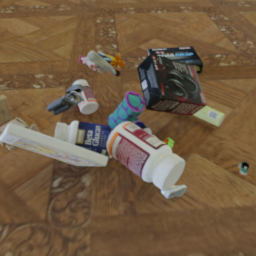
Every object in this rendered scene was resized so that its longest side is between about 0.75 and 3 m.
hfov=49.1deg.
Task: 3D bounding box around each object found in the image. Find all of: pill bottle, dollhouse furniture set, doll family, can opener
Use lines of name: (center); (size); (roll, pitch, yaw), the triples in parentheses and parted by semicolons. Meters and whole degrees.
pill bottle: (0.446, 0.722, 7.331); (1.911, 1.091, 1.091); (34, 52, 31)
dollhouse furniture set: (-4.143, -0.117, 9.743); (2.164, 0.958, 1.122); (30, 50, 29)
doll family: (-0.754, -2.303, 9.624); (1.132, 0.822, 1.824); (29, 15, 19)
can opener: (-1.715, -0.783, 7.828); (1.543, 0.411, 0.516); (-17, 46, 46)
pill bottle: (0.265, 0.180, 9.374); (0.822, 0.822, 1.421); (-31, 58, -30)
pill bottle: (-1.687, -1.212, 10.844); (0.717, 0.717, 1.256); (-16, 62, -17)
pill bottle: (-1.346, 0.344, 8.854); (1.859, 1.033, 1.033); (8, 41, -10)

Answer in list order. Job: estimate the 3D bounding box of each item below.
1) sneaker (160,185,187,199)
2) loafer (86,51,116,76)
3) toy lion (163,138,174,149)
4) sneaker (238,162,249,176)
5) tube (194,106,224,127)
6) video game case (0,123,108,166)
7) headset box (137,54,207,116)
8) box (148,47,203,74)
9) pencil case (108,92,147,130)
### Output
sneaker: (1.276, 1.704, 7.786); (0.980, 0.358, 0.347); (6, 25, -48)
loafer: (-0.828, -1.954, 8.722); (1.056, 0.368, 0.369); (37, 11, -22)
toy lion: (0.975, 0.881, 8.310); (0.422, 1.179, 1.230); (30, 18, -5)
sneaker: (3.421, 1.116, 8.217); (0.270, 0.303, 0.757); (18, 19, 12)
tube: (2.552, -0.690, 10.343); (1.947, 0.506, 0.565); (29, 14, 23)
video game case: (-2.078, 0.563, 7.511); (2.482, 2.259, 0.284); (22, 74, -24)
headset box: (1.421, -1.263, 8.645); (2.052, 0.793, 1.527); (5, 63, -31)
box: (2.225, -3.238, 13.506); (2.309, 0.531, 1.835); (-4, 42, -4)
pencil case: (-0.070, -0.440, 8.047); (0.639, 1.502, 0.694); (12, 61, -21)
